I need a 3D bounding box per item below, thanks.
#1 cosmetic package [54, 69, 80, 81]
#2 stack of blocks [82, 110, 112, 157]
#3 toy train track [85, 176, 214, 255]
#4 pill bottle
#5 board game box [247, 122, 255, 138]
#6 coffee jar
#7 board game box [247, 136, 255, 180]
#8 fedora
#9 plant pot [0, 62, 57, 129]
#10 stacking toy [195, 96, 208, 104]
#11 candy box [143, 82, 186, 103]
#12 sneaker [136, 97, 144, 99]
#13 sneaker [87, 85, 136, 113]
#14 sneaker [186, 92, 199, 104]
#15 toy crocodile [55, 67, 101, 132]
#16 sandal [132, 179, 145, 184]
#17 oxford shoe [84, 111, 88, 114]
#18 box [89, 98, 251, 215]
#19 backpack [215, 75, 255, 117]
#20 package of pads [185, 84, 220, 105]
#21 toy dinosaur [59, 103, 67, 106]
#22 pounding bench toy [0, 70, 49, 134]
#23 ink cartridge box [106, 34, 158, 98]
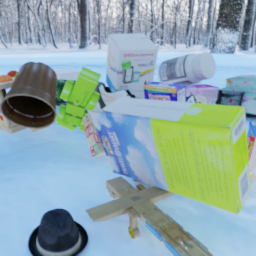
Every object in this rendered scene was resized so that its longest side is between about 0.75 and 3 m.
[{"bbox_3d":[-3.659,-2.655,15.779,1.812,1.117,1.818,15,24,37],"label":"cosmetic package"},{"bbox_3d":[-0.176,0.038,7.673,1.897,1.092,0.556,-11,-11,-28],"label":"stack of blocks"},{"bbox_3d":[0.440,1.562,4.278,1.691,0.480,2.948,-12,20,-26],"label":"toy train track"},{"bbox_3d":[2.749,-2.731,13.311,1.433,1.433,2.519,-16,9,-39],"label":"pill bottle"},{"bbox_3d":[4.166,0.440,7.505,1.656,0.490,2.177,9,19,17],"label":"board game box"},{"bbox_3d":[-2.406,-1.466,12.142,2.766,1.180,1.442,8,17,24],"label":"coffee jar"},{"bbox_3d":[1.653,0.435,6.202,2.464,0.570,1.866,16,-8,37],"label":"board game box"},{"bbox_3d":[-1.093,1.581,4.331,1.002,0.458,1.002,-1,19,0],"label":"fedora"},{"bbox_3d":[-2.752,-1.005,8.165,1.523,1.523,1.508,0,54,-1],"label":"plant pot"},{"bbox_3d":[3.077,-0.894,11.508,0.747,0.747,1.023,16,7,39],"label":"stacking toy"},{"bbox_3d":[1.228,-0.686,9.258,1.292,1.528,0.588,14,31,39],"label":"candy box"},{"bbox_3d":[0.270,-1.039,11.542,1.961,0.735,0.828,-13,32,-33],"label":"sneaker"},{"bbox_3d":[0.084,-0.598,9.046,2.915,1.166,1.075,18,3,16],"label":"sneaker"},{"bbox_3d":[2.507,-0.818,10.274,1.560,1.015,0.623,4,-18,7],"label":"sneaker"},{"bbox_3d":[-1.337,-0.672,7.448,0.898,2.660,0.821,19,53,-11],"label":"toy crocodile"},{"bbox_3d":[0.376,0.690,6.506,0.910,0.612,2.265,-1,9,-4],"label":"sandal"},{"bbox_3d":[-0.865,-0.640,10.298,2.268,0.823,0.807,-5,20,-15],"label":"oxford shoe"},{"bbox_3d":[0.607,0.334,4.609,2.520,1.536,0.600,10,39,40],"label":"box"},{"bbox_3d":[4.761,-1.211,10.844,2.149,1.647,1.889,22,22,36],"label":"backpack"},{"bbox_3d":[2.728,-1.371,12.309,2.445,0.925,1.473,-6,20,-20],"label":"package of pads"},{"bbox_3d":[-1.963,-1.026,10.351,1.118,0.587,1.014,4,51,-47],"label":"toy dinosaur"},{"bbox_3d":[-3.551,-0.924,9.286,2.326,1.815,1.445,13,28,39],"label":"pounding bench toy"},{"bbox_3d":[0.070,-2.408,10.911,1.516,2.067,1.509,-8,41,-18],"label":"ink cartridge box"}]
